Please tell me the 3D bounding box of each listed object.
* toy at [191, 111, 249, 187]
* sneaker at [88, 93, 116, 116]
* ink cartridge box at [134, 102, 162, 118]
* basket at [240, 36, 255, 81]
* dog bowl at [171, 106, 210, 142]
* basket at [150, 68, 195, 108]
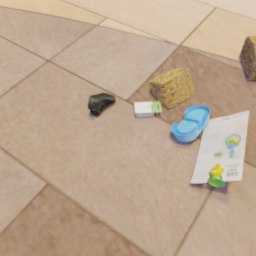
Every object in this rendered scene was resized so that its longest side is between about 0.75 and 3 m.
[{"bbox_3d":[3.134,0.743,9.151,1.597,0.655,2.773,-14,35,41],"label":"toy"},{"bbox_3d":[-1.046,-0.907,10.740,0.511,0.765,1.336,35,33,25],"label":"sneaker"},{"bbox_3d":[0.740,-0.698,10.680,1.003,0.298,0.521,-4,55,-3],"label":"ink cartridge box"},{"bbox_3d":[5.755,-3.037,11.847,1.390,1.331,1.865,1,52,2],"label":"basket"},{"bbox_3d":[2.262,-0.132,9.996,0.951,0.423,1.706,16,49,43],"label":"dog bowl"},{"bbox_3d":[1.730,-1.607,11.280,1.532,1.141,1.093,-30,25,-21],"label":"basket"}]
